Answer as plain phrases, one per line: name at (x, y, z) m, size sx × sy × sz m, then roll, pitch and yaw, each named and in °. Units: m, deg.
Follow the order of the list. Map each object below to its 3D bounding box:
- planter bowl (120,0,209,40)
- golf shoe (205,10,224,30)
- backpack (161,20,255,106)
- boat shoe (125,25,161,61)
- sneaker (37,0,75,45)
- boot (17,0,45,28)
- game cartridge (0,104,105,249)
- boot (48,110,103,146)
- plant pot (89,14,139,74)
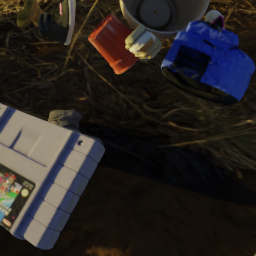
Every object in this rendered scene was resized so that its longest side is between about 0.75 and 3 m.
planter bowl at (0.877, -3.505, 7.850) m, size 2.369 × 1.594 × 2.369 m, roll 0°, pitch 87°, yaw -4°
golf shoe at (2.565, -2.724, 8.349) m, size 0.538 × 1.428 × 0.653 m, roll -10°, pitch 26°, yaw -4°
backpack at (2.045, -1.538, 6.891) m, size 2.006 × 1.683 × 1.630 m, roll 29°, pitch 10°, yaw 12°
boat shoe at (0.343, -1.745, 6.010) m, size 0.600 × 0.655 × 1.753 m, roll 46°, pitch 16°, yaw -7°
sneaker at (-2.045, -3.073, 7.899) m, size 0.996 × 2.007 × 0.710 m, roll 6°, pitch 71°, yaw -17°
boot at (-2.916, -3.375, 9.126) m, size 0.423 × 1.279 × 1.120 m, roll 13°, pitch 73°, yaw 23°
game cartridge at (-1.387, 0.461, 3.499) m, size 1.997 × 0.383 × 1.295 m, roll 18°, pitch 67°, yaw 32°
boot at (-1.612, 0.003, 8.474) m, size 2.050 × 0.715 × 1.349 m, roll 12°, pitch 46°, yaw 6°
plant pot at (-0.339, -2.303, 7.542) m, size 1.218 × 1.185 × 1.218 m, roll -37°, pitch 29°, yaw 26°
